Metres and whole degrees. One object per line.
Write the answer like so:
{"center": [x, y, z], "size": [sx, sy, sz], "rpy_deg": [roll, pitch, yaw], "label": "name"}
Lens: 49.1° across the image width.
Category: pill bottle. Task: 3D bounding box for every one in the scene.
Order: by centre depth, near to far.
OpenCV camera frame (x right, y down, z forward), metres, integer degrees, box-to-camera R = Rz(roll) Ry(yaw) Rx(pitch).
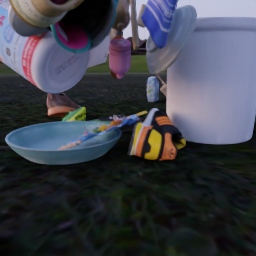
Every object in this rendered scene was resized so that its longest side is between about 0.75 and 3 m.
{"center": [-2.444, -2.150, 6.696], "size": [2.939, 1.598, 1.598], "rpy_deg": [33, 27, 23], "label": "pill bottle"}

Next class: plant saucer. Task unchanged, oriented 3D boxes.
{"center": [0.754, -1.880, 5.789], "size": [0.388, 1.547, 1.547], "rpy_deg": [24, 4, -22], "label": "plant saucer"}
{"center": [-1.356, 0.308, 6.152], "size": [2.432, 0.437, 2.432], "rpy_deg": [0, 14, 0], "label": "plant saucer"}

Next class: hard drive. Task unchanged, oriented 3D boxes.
{"center": [-0.356, -0.117, 8.266], "size": [1.000, 0.271, 1.432], "rpy_deg": [12, 17, 41], "label": "hard drive"}

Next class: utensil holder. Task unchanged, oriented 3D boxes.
{"center": [2.206, -1.248, 7.383], "size": [2.452, 2.885, 2.452], "rpy_deg": [0, 13, 0], "label": "utensil holder"}

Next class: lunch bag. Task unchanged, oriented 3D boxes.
{"center": [1.232, -1.886, 13.624], "size": [0.495, 1.200, 0.965], "rpy_deg": [2, 14, 13], "label": "lunch bag"}

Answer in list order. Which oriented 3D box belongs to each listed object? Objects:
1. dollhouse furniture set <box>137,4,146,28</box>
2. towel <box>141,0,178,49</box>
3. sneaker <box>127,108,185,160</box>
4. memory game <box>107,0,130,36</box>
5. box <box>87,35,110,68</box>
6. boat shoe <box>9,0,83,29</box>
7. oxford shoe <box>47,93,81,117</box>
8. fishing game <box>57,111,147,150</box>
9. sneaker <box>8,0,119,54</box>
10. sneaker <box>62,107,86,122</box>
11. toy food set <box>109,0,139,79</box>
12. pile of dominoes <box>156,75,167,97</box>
{"center": [0.823, -4.386, 11.812], "size": [1.101, 1.047, 0.897], "rpy_deg": [15, 1, -19], "label": "dollhouse furniture set"}
{"center": [0.635, -2.690, 4.593], "size": [0.282, 2.369, 1.715], "rpy_deg": [5, 35, -9], "label": "towel"}
{"center": [0.772, 0.191, 6.210], "size": [1.038, 0.807, 2.307], "rpy_deg": [17, 19, 13], "label": "sneaker"}
{"center": [-0.697, -3.230, 7.278], "size": [2.067, 2.067, 0.132], "rpy_deg": [-14, 48, -46], "label": "memory game"}
{"center": [-1.731, -3.200, 8.795], "size": [1.903, 2.221, 2.210], "rpy_deg": [23, 26, 12], "label": "box"}
{"center": [-0.406, -2.126, 3.164], "size": [0.862, 2.330, 0.773], "rpy_deg": [35, -11, -39], "label": "boat shoe"}
{"center": [-2.077, -0.809, 9.497], "size": [0.754, 0.771, 2.115], "rpy_deg": [-14, -1, 9], "label": "oxford shoe"}
{"center": [-0.561, -0.015, 5.925], "size": [1.614, 0.350, 2.255], "rpy_deg": [-19, 5, 44], "label": "fishing game"}
{"center": [-1.104, -1.802, 4.516], "size": [2.567, 1.550, 1.073], "rpy_deg": [-21, -35, 32], "label": "sneaker"}
{"center": [-1.693, -0.388, 8.903], "size": [0.566, 0.501, 1.354], "rpy_deg": [6, 14, 8], "label": "sneaker"}
{"center": [-0.280, -1.855, 6.138], "size": [0.430, 1.735, 2.729], "rpy_deg": [-4, -5, -9], "label": "toy food set"}
{"center": [1.807, -2.025, 14.091], "size": [0.387, 1.893, 2.429], "rpy_deg": [-41, 8, 11], "label": "pile of dominoes"}
